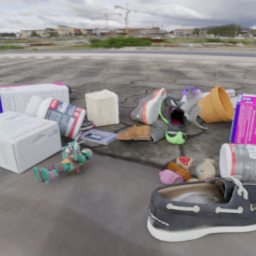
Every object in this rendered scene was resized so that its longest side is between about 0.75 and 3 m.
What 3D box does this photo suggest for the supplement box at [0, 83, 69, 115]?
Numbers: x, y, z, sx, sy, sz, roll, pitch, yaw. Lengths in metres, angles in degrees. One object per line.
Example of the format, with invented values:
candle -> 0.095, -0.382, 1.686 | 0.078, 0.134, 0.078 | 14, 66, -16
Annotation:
supplement box -> -3.942, -1.047, 11.767 | 2.715, 1.403, 1.374 | -9, 21, -20

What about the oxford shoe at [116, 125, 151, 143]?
oxford shoe -> 0.184, 0.190, 9.111 | 0.554, 0.553, 1.552 | 12, -13, -40

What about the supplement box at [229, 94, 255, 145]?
supplement box -> 4.977, -0.138, 9.143 | 2.872, 1.484, 1.453 | 10, 21, 22

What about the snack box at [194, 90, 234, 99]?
snack box -> 4.480, -1.689, 14.541 | 1.000, 0.338, 2.781 | 3, 11, 42

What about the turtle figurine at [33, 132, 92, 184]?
turtle figurine -> -1.528, 0.804, 7.300 | 1.725, 0.868, 1.291 | -33, -2, -35

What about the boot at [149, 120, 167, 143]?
boot -> 0.920, 0.133, 9.976 | 1.120, 0.406, 1.018 | -22, 35, -35

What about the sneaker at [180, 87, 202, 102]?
sneaker -> 3.370, -1.751, 14.507 | 0.848, 0.878, 2.104 | 11, 22, 29

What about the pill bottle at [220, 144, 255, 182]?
pill bottle -> 3.216, 0.888, 7.005 | 1.642, 0.935, 0.935 | 1, 20, 6

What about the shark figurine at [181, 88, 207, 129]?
shark figurine -> 2.693, -0.999, 11.878 | 1.894, 1.323, 3.170 | 8, 19, 26

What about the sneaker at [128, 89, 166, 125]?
sneaker -> 0.864, -1.018, 12.191 | 1.228, 1.156, 3.000 | 2, 18, 24

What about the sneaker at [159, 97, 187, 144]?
sneaker -> 1.688, -0.428, 9.877 | 0.878, 0.958, 2.287 | 6, 39, -12

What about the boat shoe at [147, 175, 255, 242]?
boat shoe -> 1.797, 1.422, 5.585 | 2.971, 0.896, 1.098 | -5, 21, -13

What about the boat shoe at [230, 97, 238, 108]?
boat shoe -> 4.684, -1.296, 13.524 | 1.887, 0.620, 0.679 | 4, 18, 20

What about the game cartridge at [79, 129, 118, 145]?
game cartridge -> -1.029, 0.300, 9.783 | 1.161, 0.223, 0.753 | 10, 18, 28

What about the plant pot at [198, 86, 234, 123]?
plant pot -> 3.463, -0.827, 11.213 | 1.003, 1.433, 1.433 | -24, 4, 35

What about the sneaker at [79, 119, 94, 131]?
sneaker -> -2.036, -0.312, 10.802 | 1.499, 0.656, 0.553 | 6, 21, 17

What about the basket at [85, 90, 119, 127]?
basket -> -1.067, -0.815, 11.399 | 0.984, 1.223, 1.212 | -11, 22, -24

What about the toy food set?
toy food set -> 1.520, 1.159, 7.137 | 1.409, 0.349, 2.217 | 5, 20, 14

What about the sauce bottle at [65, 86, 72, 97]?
sauce bottle -> -3.486, -1.622, 14.115 | 0.894, 0.894, 2.709 | 1, 22, 4

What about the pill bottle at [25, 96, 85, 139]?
pill bottle -> -2.497, -0.409, 9.630 | 1.826, 1.092, 1.092 | 20, 17, -10

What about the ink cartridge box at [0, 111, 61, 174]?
ink cartridge box -> -3.446, 0.341, 8.417 | 2.317, 0.960, 1.689 | 12, 27, 29

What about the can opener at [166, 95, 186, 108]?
can opener -> 2.515, -1.235, 13.656 | 1.657, 0.551, 0.436 | 16, 23, 28
